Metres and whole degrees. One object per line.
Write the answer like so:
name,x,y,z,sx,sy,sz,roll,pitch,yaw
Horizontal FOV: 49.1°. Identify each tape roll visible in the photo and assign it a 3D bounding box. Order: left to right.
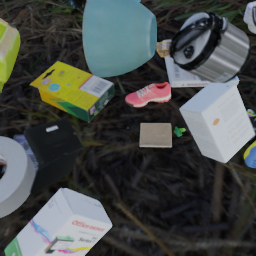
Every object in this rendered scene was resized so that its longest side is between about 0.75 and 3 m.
tape roll,-3.422,1.213,6.978,2.027,0.670,2.027,-1,53,1

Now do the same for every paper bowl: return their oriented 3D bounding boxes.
paper bowl,5.730,-4.436,11.469,1.878,0.977,1.878,0,38,0

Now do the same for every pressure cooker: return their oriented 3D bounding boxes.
pressure cooker,1.774,-1.833,6.324,1.565,1.377,1.398,15,24,-28

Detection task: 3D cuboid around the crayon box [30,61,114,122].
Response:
crayon box,-1.805,-1.253,9.173,2.323,0.590,1.475,26,55,19

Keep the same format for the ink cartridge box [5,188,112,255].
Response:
ink cartridge box,-0.873,1.407,3.631,1.104,0.800,0.464,-47,48,4

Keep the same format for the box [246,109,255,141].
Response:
box,3.595,-0.094,8.284,0.565,0.473,0.760,31,57,23

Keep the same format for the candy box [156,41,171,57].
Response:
candy box,1.311,-2.222,7.800,0.941,0.543,0.260,-2,84,20

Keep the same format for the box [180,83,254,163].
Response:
box,1.408,-0.096,4.400,0.751,0.986,0.524,-38,24,-16

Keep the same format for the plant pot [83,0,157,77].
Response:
plant pot,-0.046,-1.764,5.361,1.085,1.611,1.611,5,50,14

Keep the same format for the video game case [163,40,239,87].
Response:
video game case,2.570,-2.460,10.393,2.336,0.295,2.564,-2,49,-1

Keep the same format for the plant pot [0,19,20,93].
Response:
plant pot,-3.529,-1.351,5.597,2.306,2.103,2.317,29,27,-29

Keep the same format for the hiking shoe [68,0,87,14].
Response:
hiking shoe,-1.559,-3.790,8.111,0.689,1.589,0.591,30,90,11

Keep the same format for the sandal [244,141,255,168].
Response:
sandal,4.472,0.927,7.054,2.931,1.165,1.276,4,54,5

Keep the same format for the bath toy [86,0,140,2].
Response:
bath toy,-0.815,-3.581,6.948,2.377,0.878,1.033,16,26,-10

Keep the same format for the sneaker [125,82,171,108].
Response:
sneaker,0.642,-1.154,9.039,1.566,0.679,0.577,-13,51,-10

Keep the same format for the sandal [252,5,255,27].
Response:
sandal,2.766,-2.401,5.716,2.019,0.579,0.774,27,42,-38

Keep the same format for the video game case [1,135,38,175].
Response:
video game case,-2.889,0.722,7.837,0.925,0.123,1.295,1,49,1

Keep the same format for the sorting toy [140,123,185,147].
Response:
sorting toy,1.019,0.225,8.200,1.330,0.196,0.983,1,45,5

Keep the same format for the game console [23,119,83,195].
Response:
game console,-1.380,0.460,4.947,0.969,0.641,1.101,62,28,1
